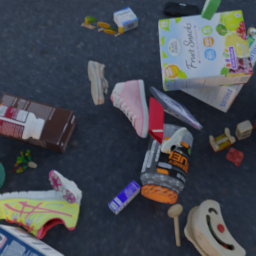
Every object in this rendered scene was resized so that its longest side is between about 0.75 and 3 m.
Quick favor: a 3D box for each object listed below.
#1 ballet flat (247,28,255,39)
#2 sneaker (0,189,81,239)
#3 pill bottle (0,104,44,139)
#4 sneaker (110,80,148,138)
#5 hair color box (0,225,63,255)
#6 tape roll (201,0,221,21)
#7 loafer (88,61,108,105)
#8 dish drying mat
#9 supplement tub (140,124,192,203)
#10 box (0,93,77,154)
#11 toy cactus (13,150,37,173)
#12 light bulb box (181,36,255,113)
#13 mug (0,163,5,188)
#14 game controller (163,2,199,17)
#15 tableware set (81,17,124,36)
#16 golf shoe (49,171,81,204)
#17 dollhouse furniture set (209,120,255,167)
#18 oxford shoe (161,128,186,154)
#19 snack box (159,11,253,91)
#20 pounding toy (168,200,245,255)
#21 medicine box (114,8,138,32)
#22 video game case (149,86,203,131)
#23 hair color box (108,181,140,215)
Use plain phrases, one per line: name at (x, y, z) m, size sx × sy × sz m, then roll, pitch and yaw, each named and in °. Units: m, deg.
ballet flat at (5.118, -3.711, 11.417) m, size 0.434 × 0.399 × 1.265 m, roll 10°, pitch 64°, yaw 5°
sneaker at (-2.776, 2.508, 8.006) m, size 2.849 × 1.113 × 1.286 m, roll -5°, pitch 65°, yaw -3°
pill bottle at (-3.243, -0.136, 8.177) m, size 1.419 × 0.802 × 0.802 m, roll 17°, pitch 64°, yaw -15°
sneaker at (0.024, -0.666, 9.670) m, size 1.224 × 0.882 × 2.342 m, roll -2°, pitch 57°, yaw -6°
hair color box at (-2.196, 3.654, 7.261) m, size 2.921 × 1.461 × 0.884 m, roll 26°, pitch 70°, yaw 12°
tape roll at (2.055, -3.104, 6.657) m, size 0.247 × 1.026 × 1.026 m, roll 20°, pitch 66°, yaw 2°
loafer at (-0.821, -1.377, 8.237) m, size 0.547 × 0.626 × 1.740 m, roll -1°, pitch 48°, yaw -17°
dish drying mat at (0.670, -0.209, 6.608) m, size 0.506 × 0.120 × 1.318 m, roll 41°, pitch 34°, yaw -23°
supplement tub at (1.159, 1.096, 8.580) m, size 1.329 × 1.329 × 2.169 m, roll 13°, pitch 66°, yaw 6°
box at (-3.173, -0.158, 9.419) m, size 2.538 × 0.951 × 1.271 m, roll 15°, pitch 65°, yaw 9°
toy cactus at (-3.322, 1.152, 9.142) m, size 0.668 × 0.414 × 0.810 m, roll 26°, pitch 63°, yaw -8°
light bulb box at (3.101, -2.259, 10.048) m, size 2.371 × 1.479 × 2.350 m, roll 30°, pitch 70°, yaw 17°
mug at (-4.423, 1.392, 8.594) m, size 1.370 × 1.031 × 1.667 m, roll 39°, pitch 68°, yaw 18°
game controller at (2.338, -5.140, 12.208) m, size 1.545 × 0.325 × 0.806 m, roll 11°, pitch 50°, yaw 5°
tableware set at (-0.731, -3.109, 8.503) m, size 1.267 × 0.853 × 0.194 m, roll 9°, pitch 92°, yaw -26°
golf shoe at (-1.784, 1.634, 7.942) m, size 1.114 × 0.510 × 0.420 m, roll 47°, pitch 117°, yaw 11°
dollhouse furniture set at (4.063, 0.473, 9.089) m, size 2.487 × 1.011 × 1.338 m, roll -26°, pitch 62°, yaw 3°
oxford shoe at (1.321, 0.371, 7.710) m, size 0.295 × 0.384 × 1.021 m, roll 28°, pitch 54°, yaw 36°
snack box at (2.319, -2.392, 8.799) m, size 2.590 × 0.876 × 2.184 m, roll -5°, pitch 72°, yaw 7°
pounding toy at (2.156, 2.968, 8.117) m, size 2.185 × 1.254 × 1.249 m, roll 50°, pitch 45°, yaw 11°
medicine box at (-0.102, -4.556, 11.812) m, size 0.743 × 0.420 × 0.816 m, roll -26°, pitch 67°, yaw -12°
video game case at (1.439, -0.577, 8.423) m, size 0.156 × 1.648 × 1.177 m, roll -50°, pitch 38°, yaw 19°
hair color box at (-0.112, 2.124, 8.505) m, size 0.337 × 0.569 × 1.040 m, roll 41°, pitch 70°, yaw 18°
